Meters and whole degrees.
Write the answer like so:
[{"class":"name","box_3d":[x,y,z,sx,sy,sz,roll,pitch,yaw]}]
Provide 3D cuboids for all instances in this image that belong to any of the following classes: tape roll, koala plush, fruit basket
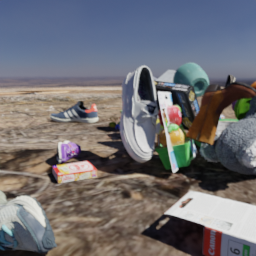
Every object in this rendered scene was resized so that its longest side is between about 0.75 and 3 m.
[{"class":"tape roll","box_3d":[3.611,0.263,9.721,2.510,0.603,2.510,-2,15,1]},{"class":"koala plush","box_3d":[3.190,0.262,6.884,2.525,2.320,2.239,-21,10,-15]},{"class":"fruit basket","box_3d":[1.253,0.016,7.514,0.944,2.013,1.865,-5,3,19]}]

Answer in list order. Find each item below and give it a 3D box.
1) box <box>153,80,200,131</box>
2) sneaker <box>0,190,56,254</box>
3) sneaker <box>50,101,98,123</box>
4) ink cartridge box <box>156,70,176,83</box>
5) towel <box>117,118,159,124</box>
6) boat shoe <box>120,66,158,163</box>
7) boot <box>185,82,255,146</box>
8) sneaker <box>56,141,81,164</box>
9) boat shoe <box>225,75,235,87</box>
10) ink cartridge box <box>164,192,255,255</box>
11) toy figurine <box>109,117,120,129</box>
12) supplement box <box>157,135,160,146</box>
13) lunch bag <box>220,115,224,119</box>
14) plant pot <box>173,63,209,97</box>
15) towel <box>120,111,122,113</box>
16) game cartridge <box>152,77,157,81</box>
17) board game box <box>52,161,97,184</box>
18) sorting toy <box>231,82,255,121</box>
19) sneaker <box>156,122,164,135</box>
[{"class":"box","box_3d":[1.511,-0.695,9.048,1.693,1.706,0.424,18,56,44]},{"class":"sneaker","box_3d":[-1.921,1.497,4.030,2.179,0.846,0.940,0,20,38]},{"class":"sneaker","box_3d":[-2.795,-0.856,14.425,2.561,1.082,0.960,1,12,8]},{"class":"ink cartridge box","box_3d":[1.310,-1.654,10.057,1.072,0.218,1.069,-38,21,-3]},{"class":"towel","box_3d":[0.946,-0.250,13.466,2.587,0.295,1.858,3,13,19]},{"class":"boat shoe","box_3d":[0.392,-0.432,7.247,0.926,2.571,0.881,15,-30,-24]},{"class":"boot","box_3d":[2.212,-0.336,6.813,0.538,1.571,1.479,35,-14,-39]},{"class":"sneaker","box_3d":[-1.724,0.678,8.249,0.602,0.581,1.442,6,11,3]},{"class":"boat shoe","box_3d":[4.315,-1.804,12.115,0.308,1.080,0.361,30,-19,-25]},{"class":"ink cartridge box","box_3d":[1.619,1.538,4.162,1.947,0.490,1.061,7,13,35]},{"class":"toy figurine","box_3d":[-0.364,-0.144,12.345,0.976,0.515,0.585,6,19,-4]},{"class":"supplement box","box_3d":[1.349,0.467,9.593,0.322,0.415,0.752,-9,14,-37]},{"class":"lunch bag","box_3d":[4.232,-0.476,14.223,1.151,0.435,0.922,-2,14,-12]},{"class":"plant pot","box_3d":[2.019,-1.407,8.739,1.032,1.032,0.828,-3,30,-12]},{"class":"towel","box_3d":[0.469,-0.611,12.752,1.441,0.221,1.075,-5,28,-21]},{"class":"game cartridge","box_3d":[0.625,-1.149,11.937,1.464,2.200,0.450,25,1,-22]},{"class":"board game box","box_3d":[-1.342,1.093,6.975,0.950,0.220,0.720,-5,13,-25]},{"class":"sorting toy","box_3d":[3.928,-0.875,9.045,1.906,1.145,0.782,-29,31,-17]},{"class":"sneaker","box_3d":[1.354,0.076,9.459,0.632,0.456,1.204,19,-6,-16]}]
